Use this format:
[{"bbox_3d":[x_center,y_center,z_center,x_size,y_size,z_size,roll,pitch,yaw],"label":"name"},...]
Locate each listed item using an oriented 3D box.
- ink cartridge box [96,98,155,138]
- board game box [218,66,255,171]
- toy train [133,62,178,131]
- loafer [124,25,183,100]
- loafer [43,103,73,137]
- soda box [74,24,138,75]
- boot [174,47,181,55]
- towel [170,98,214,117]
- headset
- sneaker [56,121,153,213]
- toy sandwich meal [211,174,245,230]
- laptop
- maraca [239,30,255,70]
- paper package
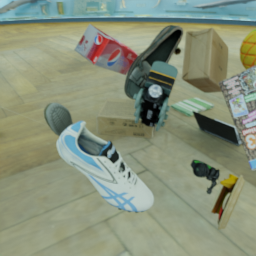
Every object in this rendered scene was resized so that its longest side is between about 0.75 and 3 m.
[{"bbox_3d":[0.015,-0.487,12.424,2.440,0.917,2.011,5,29,9],"label":"ink cartridge box"},{"bbox_3d":[3.495,-0.194,7.241,1.126,2.324,1.853,-24,-18,29],"label":"board game box"},{"bbox_3d":[0.816,-0.846,8.269,1.050,2.463,1.404,21,74,8],"label":"toy train"},{"bbox_3d":[0.828,-2.210,9.443,1.043,2.904,0.913,32,8,-13],"label":"loafer"},{"bbox_3d":[-1.851,-0.097,7.469,0.624,1.792,0.674,24,67,21],"label":"loafer"},{"bbox_3d":[-0.653,-2.664,9.988,0.920,1.015,2.900,38,16,14],"label":"soda box"},{"bbox_3d":[1.736,-2.948,10.490,0.310,0.851,0.661,-37,65,7],"label":"boot"},{"bbox_3d":[3.273,-1.096,14.248,1.812,0.212,1.382,-20,35,-29],"label":"towel"},{"bbox_3d":[1.719,1.052,6.214,0.621,0.473,1.006,21,13,-11],"label":"headset"},{"bbox_3d":[-0.378,0.924,6.191,2.653,0.961,0.953,41,36,-12],"label":"sneaker"},{"bbox_3d":[1.528,1.128,4.441,0.350,1.023,1.023,23,37,26],"label":"toy sandwich meal"},{"bbox_3d":[3.968,-0.183,11.642,2.034,1.179,1.904,-24,38,-36],"label":"laptop"},{"bbox_3d":[3.964,-2.057,8.425,0.966,1.805,1.238,-12,-5,-18],"label":"maraca"},{"bbox_3d":[2.659,-2.225,9.491,0.940,1.732,1.817,2,-5,37],"label":"paper package"}]
